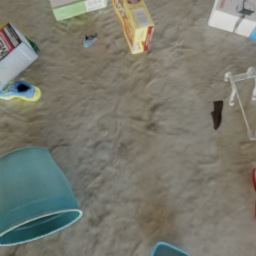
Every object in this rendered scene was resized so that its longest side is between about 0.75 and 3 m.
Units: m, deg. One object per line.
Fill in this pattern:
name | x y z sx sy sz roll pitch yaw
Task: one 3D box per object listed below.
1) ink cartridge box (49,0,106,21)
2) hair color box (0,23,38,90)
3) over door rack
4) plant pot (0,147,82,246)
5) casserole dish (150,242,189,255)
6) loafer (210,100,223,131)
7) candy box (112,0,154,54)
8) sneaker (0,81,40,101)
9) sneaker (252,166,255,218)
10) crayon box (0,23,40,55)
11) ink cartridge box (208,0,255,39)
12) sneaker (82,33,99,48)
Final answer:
ink cartridge box | -2.303 -5.897 11.193 2.107 0.694 2.896 -19 73 -5
hair color box | -4.501 -2.076 9.357 2.709 0.821 1.341 -41 59 3
over door rack | 4.572 -0.879 9.542 1.905 0.859 2.578 -14 69 -3
plant pot | -2.799 1.851 8.106 2.346 2.346 2.204 -22 65 -6
casserole dish | 1.266 3.961 8.408 1.285 0.249 0.778 23 75 8
loafer | 2.998 -0.439 9.605 0.379 0.388 1.062 9 81 6
candy box | 0.108 -4.222 10.251 0.704 1.469 2.546 -16 74 -10
sneaker | -3.990 -1.398 9.671 1.783 0.936 0.675 4 76 1
sneaker | 4.686 2.275 8.602 1.331 0.903 2.305 2 74 2
crayon box | -4.413 -3.072 10.431 1.884 0.486 1.184 37 77 11
ink cartridge box | 4.338 -4.463 10.653 2.093 0.899 1.533 19 74 4
sneaker | -1.412 -3.355 10.467 0.384 0.319 0.804 53 54 -29
